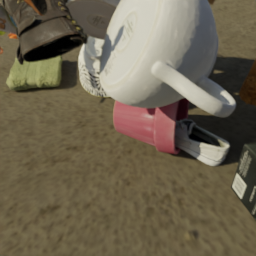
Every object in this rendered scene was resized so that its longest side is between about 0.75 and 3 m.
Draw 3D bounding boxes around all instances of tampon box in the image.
[{"bbox_3d":[3.350,1.011,5.712,1.860,1.394,1.174,-10,38,-13],"label":"tampon box"}]

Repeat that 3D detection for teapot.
[{"bbox_3d":[0.739,-1.371,5.104,1.853,2.537,2.504,17,-13,-27],"label":"teapot"},{"bbox_3d":[-0.564,-3.472,7.239,2.270,2.240,1.658,7,78,28],"label":"teapot"}]

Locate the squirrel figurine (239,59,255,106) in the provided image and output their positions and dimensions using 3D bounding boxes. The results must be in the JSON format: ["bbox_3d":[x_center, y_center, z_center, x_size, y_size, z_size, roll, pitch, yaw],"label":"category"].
[{"bbox_3d":[3.330,-0.842,6.129,1.486,1.127,1.592,27,44,19],"label":"squirrel figurine"}]

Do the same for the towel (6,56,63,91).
[{"bbox_3d":[-3.464,-2.188,10.687,1.916,0.471,2.583,-6,37,-9],"label":"towel"}]

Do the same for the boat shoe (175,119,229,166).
[{"bbox_3d":[1.482,0.117,7.130,2.230,0.729,0.820,25,45,12],"label":"boat shoe"}]

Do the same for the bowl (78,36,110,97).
[{"bbox_3d":[-0.715,-2.461,9.451,2.608,1.224,2.608,-8,63,15],"label":"bowl"}]

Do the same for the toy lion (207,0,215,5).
[{"bbox_3d":[2.110,-3.889,8.499,0.998,2.907,2.786,20,75,9],"label":"toy lion"}]

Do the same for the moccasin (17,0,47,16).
[{"bbox_3d":[-1.550,-2.029,4.174,0.319,0.827,0.303,-1,61,40],"label":"moccasin"}]

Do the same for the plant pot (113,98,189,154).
[{"bbox_3d":[0.594,-0.347,7.208,1.650,1.843,1.843,9,38,20],"label":"plant pot"}]

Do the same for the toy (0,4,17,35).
[{"bbox_3d":[-2.393,-2.813,6.432,0.568,1.384,2.404,21,14,22],"label":"toy"}]

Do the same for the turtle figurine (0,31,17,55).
[{"bbox_3d":[-3.453,-2.966,7.597,2.144,1.729,0.690,-49,17,-24],"label":"turtle figurine"}]

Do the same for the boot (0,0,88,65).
[{"bbox_3d":[-1.271,-2.221,5.348,2.277,0.788,1.982,-30,63,-8],"label":"boot"}]
